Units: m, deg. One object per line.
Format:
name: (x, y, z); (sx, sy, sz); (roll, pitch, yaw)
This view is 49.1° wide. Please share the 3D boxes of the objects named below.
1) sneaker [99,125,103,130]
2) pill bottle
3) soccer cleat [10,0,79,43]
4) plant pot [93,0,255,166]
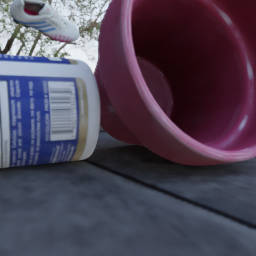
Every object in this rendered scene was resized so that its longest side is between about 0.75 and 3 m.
sneaker: (-1.113, -0.491, 8.012); (2.738, 0.977, 1.094); (4, 12, 40)
pill bottle: (-1.764, -0.195, 3.454); (2.562, 1.423, 1.423); (-3, 7, -26)
soccer cleat: (-2.459, -3.390, 8.860); (2.370, 0.828, 1.023); (8, -19, -39)
plant pot: (0.604, -0.767, 4.360); (2.745, 2.745, 2.457); (-3, -8, -28)
